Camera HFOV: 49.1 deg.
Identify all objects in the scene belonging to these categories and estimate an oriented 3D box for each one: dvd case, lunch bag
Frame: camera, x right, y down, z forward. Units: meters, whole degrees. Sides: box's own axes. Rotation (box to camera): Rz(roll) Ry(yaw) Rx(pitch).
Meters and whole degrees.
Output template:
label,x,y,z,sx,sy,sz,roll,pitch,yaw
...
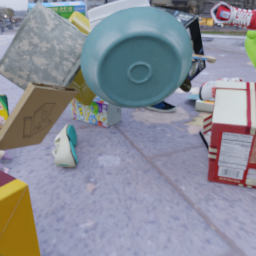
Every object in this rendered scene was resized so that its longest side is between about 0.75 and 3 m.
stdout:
label,x,y,z,sx,sy,sz,roll,pitch,yaw
dvd case,3.301,0.531,9.668,1.304,0.160,1.827,0,24,0
lunch bag,-2.640,-2.404,9.300,2.196,2.678,1.574,35,13,-11

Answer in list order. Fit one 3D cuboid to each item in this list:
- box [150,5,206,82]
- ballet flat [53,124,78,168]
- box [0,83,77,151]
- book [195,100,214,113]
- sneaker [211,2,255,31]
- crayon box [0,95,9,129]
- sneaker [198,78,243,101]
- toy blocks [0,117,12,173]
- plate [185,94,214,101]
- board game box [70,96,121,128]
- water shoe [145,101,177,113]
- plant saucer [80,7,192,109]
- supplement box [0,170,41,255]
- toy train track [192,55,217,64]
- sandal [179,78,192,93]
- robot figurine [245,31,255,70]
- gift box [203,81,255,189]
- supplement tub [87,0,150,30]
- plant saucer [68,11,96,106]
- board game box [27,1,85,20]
label,x,y,z,sx,sy,sz,roll,pitch,yaw
box,1.532,-3.441,11.450,1.263,2.401,2.932,-41,47,-15
ballet flat,-2.059,0.556,9.016,0.785,0.785,2.259,-4,25,-9
box,-2.136,-0.236,6.517,0.196,1.844,1.507,45,20,16
book,4.138,-1.010,12.823,1.890,0.454,1.262,11,23,21
sneaker,2.554,-2.570,6.483,0.757,0.479,1.345,-8,28,-41
crayon box,-5.382,-0.550,10.715,1.497,1.291,0.436,-7,-10,-15
sneaker,3.405,-1.424,10.109,1.840,0.614,0.986,-25,22,-37
toy blocks,-4.184,0.659,8.489,1.416,1.682,1.572,27,29,-21
plate,3.689,-1.495,13.602,1.787,0.228,1.787,3,9,-1
board game box,-1.358,-0.815,11.613,1.964,1.030,1.012,15,28,31
water shoe,1.430,-1.101,12.737,1.595,0.630,0.570,9,26,19
plant saucer,0.271,-1.544,7.305,2.994,2.994,0.538,-3,43,-6
supplement box,-2.712,1.769,4.279,2.314,2.283,1.537,16,29,32
toy train track,1.961,-2.180,8.983,2.091,0.340,1.200,-3,32,-29
sandal,1.827,-1.976,10.734,0.635,1.555,0.424,-51,16,-11
robot figurine,4.188,-2.294,8.170,1.248,1.893,2.158,-26,36,24
gift box,3.288,0.200,7.858,2.393,2.593,2.421,10,41,15
supplement tub,0.015,-2.381,8.822,1.927,2.921,1.927,-14,19,5
plant saucer,-1.853,-2.677,10.590,2.736,2.737,0.663,38,4,4
board game box,-2.843,-3.638,11.612,2.157,2.851,0.522,-15,44,-24
